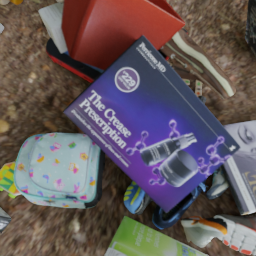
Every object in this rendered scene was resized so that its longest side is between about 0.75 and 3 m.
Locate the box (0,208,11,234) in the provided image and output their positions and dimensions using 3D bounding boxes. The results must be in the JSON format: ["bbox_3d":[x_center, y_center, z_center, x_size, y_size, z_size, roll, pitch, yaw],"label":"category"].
[{"bbox_3d":[-3.734,2.336,4.539,0.707,2.974,2.872,33,74,20],"label":"box"}]

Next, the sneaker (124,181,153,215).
[{"bbox_3d":[0.441,1.247,6.285,0.546,0.639,1.541,10,51,36],"label":"sneaker"}]

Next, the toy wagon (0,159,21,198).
[{"bbox_3d":[-2.507,1.211,6.449,1.000,0.198,0.776,28,72,10],"label":"toy wagon"}]

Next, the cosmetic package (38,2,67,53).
[{"bbox_3d":[-1.094,-2.741,6.990,1.878,0.762,1.060,-28,54,-10],"label":"cosmetic package"}]

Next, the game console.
[{"bbox_3d":[-0.374,-2.241,7.296,2.994,0.465,2.648,32,71,22],"label":"game console"}]

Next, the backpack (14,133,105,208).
[{"bbox_3d":[-1.486,0.873,5.955,1.776,1.361,1.561,1,66,6],"label":"backpack"}]

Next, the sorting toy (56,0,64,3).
[{"bbox_3d":[-1.257,-3.807,6.632,1.903,0.280,1.407,-38,95,-35],"label":"sorting toy"}]

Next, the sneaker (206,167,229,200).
[{"bbox_3d":[2.128,1.048,6.397,0.584,0.526,1.354,40,65,19],"label":"sneaker"}]

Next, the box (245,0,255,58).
[{"bbox_3d":[3.477,-2.570,6.917,0.758,1.417,1.051,-12,51,9],"label":"box"}]

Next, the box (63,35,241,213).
[{"bbox_3d":[0.434,-0.056,5.214,1.856,1.037,2.629,-44,102,3],"label":"box"}]

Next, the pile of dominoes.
[{"bbox_3d":[1.413,-1.219,7.257,1.022,0.209,1.312,9,61,4],"label":"pile of dominoes"}]

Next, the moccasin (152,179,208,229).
[{"bbox_3d":[1.278,1.379,6.123,0.782,0.663,1.943,31,70,9],"label":"moccasin"}]

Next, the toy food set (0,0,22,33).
[{"bbox_3d":[-3.829,-3.151,7.457,0.869,0.922,1.932,35,87,9],"label":"toy food set"}]

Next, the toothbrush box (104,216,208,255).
[{"bbox_3d":[0.645,2.773,4.942,2.341,1.704,1.008,25,99,9],"label":"toothbrush box"}]

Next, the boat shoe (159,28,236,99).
[{"bbox_3d":[1.306,-1.449,6.303,0.895,0.894,2.420,-44,75,20],"label":"boat shoe"}]

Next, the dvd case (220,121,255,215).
[{"bbox_3d":[3.320,0.672,6.255,2.656,0.212,1.975,-9,61,-11],"label":"dvd case"}]

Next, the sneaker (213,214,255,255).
[{"bbox_3d":[2.814,2.163,5.934,2.117,0.816,0.867,17,44,6],"label":"sneaker"}]

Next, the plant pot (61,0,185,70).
[{"bbox_3d":[-0.366,-2.260,5.826,1.946,1.715,1.944,13,39,-35],"label":"plant pot"}]

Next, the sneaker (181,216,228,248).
[{"bbox_3d":[1.568,2.124,5.629,0.474,1.252,0.576,-7,81,-23],"label":"sneaker"}]

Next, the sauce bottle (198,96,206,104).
[{"bbox_3d":[1.658,-0.291,6.820,0.327,0.327,0.989,21,87,8],"label":"sauce bottle"}]
